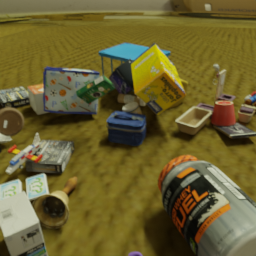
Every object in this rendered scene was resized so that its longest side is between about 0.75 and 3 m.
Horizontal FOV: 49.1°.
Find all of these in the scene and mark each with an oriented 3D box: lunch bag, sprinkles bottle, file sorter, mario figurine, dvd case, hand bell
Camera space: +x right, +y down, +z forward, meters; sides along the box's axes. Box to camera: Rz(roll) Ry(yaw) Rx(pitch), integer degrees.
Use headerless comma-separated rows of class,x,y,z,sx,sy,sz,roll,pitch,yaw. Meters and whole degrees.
lunch bag,-0.088,-0.064,9.386,1.359,0.899,0.923,8,29,13
sprinkles bottle,0.164,-1.204,11.978,1.196,0.408,0.408,10,30,21
file sorter,0.289,-2.884,13.657,2.838,1.741,1.969,24,39,35
mario figurine,5.726,-1.149,11.873,1.847,0.979,1.140,-31,76,-28
lunch bag,-2.212,-1.418,10.675,1.991,1.693,1.233,-2,14,-22
dvd case,3.709,0.087,9.720,0.976,0.105,1.313,-4,17,-8
hand bell,-1.556,1.577,6.756,0.838,0.838,1.610,4,17,7

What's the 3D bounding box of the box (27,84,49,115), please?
box,-3.093,-1.323,11.694,1.841,0.897,1.145,-16,30,-27

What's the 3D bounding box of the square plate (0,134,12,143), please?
square plate,-5.095,0.100,8.939,2.003,0.285,1.984,-7,34,-45

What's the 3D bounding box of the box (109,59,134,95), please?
box,-0.087,-2.122,12.083,0.780,1.106,1.495,-37,2,-18

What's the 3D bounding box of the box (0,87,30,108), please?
box,-5.012,-1.346,12.313,1.274,0.388,1.580,-19,34,-29

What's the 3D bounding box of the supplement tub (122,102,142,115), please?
supplement tub,0.203,-0.446,10.034,0.599,0.828,0.599,-20,25,10

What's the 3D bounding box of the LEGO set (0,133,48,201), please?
LEGO set,-3.142,1.046,7.374,1.787,0.587,2.392,-15,36,-12

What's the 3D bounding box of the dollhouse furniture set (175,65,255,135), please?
dollhouse furniture set,3.140,-0.972,9.920,2.219,1.988,2.801,19,34,31

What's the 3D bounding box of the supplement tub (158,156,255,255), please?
supplement tub,1.634,1.661,5.582,1.483,1.483,2.420,-10,29,-19

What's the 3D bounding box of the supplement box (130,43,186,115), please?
supplement box,1.026,-1.831,10.256,1.278,1.270,2.334,-36,33,23

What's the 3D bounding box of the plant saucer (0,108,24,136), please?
plant saucer,-3.808,-0.189,9.006,0.932,0.932,0.137,-21,16,-33

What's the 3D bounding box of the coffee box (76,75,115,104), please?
coffee box,-1.060,-1.224,9.045,1.099,0.676,0.242,-28,61,18

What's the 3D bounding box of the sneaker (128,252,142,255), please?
sneaker,0.024,2.746,4.380,0.691,0.715,1.713,0,29,1

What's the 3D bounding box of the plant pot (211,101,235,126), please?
plant pot,3.509,-0.553,10.296,0.872,0.772,0.872,-3,17,1

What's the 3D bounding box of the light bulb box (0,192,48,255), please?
light bulb box,-2.088,1.995,5.458,0.627,1.005,0.996,-18,33,-28

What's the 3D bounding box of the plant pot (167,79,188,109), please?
plant pot,1.816,-1.636,12.050,1.300,1.271,1.263,-8,29,-28

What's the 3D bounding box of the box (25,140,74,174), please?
box,-2.279,0.829,8.320,1.043,0.318,1.316,2,26,5
